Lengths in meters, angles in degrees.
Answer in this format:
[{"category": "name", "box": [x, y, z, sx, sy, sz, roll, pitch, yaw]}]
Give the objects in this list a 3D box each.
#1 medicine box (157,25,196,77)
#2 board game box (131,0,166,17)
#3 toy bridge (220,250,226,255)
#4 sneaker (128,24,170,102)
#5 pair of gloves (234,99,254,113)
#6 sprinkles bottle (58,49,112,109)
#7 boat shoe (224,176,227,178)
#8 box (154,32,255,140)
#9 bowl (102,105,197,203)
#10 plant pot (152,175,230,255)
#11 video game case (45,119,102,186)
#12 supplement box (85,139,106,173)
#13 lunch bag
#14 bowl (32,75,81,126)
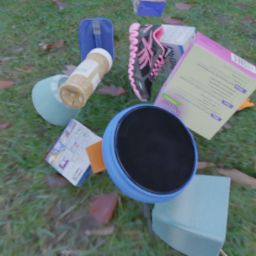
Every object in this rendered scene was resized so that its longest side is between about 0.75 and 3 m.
[{"category": "medicine box", "box": [1.660, -2.912, 10.834, 1.947, 1.773, 1.002, 22, 64, 37]}, {"category": "board game box", "box": [0.724, -5.096, 10.926, 1.095, 0.665, 1.374, -5, 62, -18]}, {"category": "toy bridge", "box": [2.909, 4.052, 8.125, 0.373, 0.151, 1.111, -6, 53, -23]}, {"category": "sneaker", "box": [0.767, -2.312, 9.588, 1.366, 1.132, 2.864, -3, 81, 17]}, {"category": "pair of gloves", "box": [4.554, -1.397, 12.902, 1.806, 0.251, 2.027, -9, 47, -6]}, {"category": "sprinkles bottle", "box": [-1.254, -1.593, 8.667, 0.847, 0.847, 2.482, 11, 40, 10]}, {"category": "boat shoe", "box": [3.338, 2.032, 9.871, 0.272, 0.257, 0.757, 15, 50, 13]}, {"category": "box", "box": [2.379, -1.256, 8.811, 2.169, 2.466, 1.192, 29, 37, -2]}, {"category": "bowl", "box": [0.605, 0.553, 6.840, 2.489, 0.488, 2.489, 10, 64, -21]}, {"category": "plant pot", "box": [1.792, 2.560, 8.377, 1.992, 1.956, 1.951, 11, 50, 15]}, {"category": "video game case", "box": [-1.666, 0.777, 8.999, 1.479, 0.371, 1.632, 34, 90, 25]}, {"category": "supplement box", "box": [-0.262, 0.724, 8.015, 0.790, 2.296, 0.764, -26, 78, 21]}, {"category": "lunch bag", "box": [-1.301, -3.402, 11.473, 1.377, 2.027, 1.341, -5, 14, -5]}, {"category": "bowl", "box": [-2.241, -1.094, 9.645, 1.835, 0.960, 1.835, 26, 48, -33]}]
